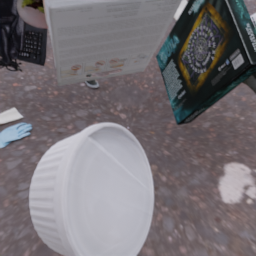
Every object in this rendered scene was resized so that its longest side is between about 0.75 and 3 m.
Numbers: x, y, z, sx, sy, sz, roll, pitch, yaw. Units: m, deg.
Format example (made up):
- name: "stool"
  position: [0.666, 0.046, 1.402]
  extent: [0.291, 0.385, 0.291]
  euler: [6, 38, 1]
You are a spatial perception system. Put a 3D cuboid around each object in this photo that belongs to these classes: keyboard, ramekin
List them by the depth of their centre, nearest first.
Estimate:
- name: "ramekin"
  position: [-0.438, 0.834, 3.568]
  extent: [0.809, 1.737, 1.737]
  euler: [-10, 30, 35]
- name: "keyboard"
  position: [-3.314, -2.251, 7.766]
  extent: [2.764, 1.438, 0.548]
  euler: [19, 21, 34]

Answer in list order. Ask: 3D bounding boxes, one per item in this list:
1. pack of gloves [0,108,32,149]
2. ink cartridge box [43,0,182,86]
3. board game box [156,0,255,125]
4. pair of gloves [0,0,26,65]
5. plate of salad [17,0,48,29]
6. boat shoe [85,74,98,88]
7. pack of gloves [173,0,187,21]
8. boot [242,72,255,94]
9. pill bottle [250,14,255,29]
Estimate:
- name: "pack of gloves"
  position: [-3.887, 0.023, 8.135]
  extent: [1.884, 0.372, 1.583]
  euler: [-31, 48, -31]
- name: "ink cartridge box"
  position: [-0.351, -1.570, 4.741]
  extent: [1.930, 2.379, 0.596]
  euler: [-13, 79, -15]
- name: "board game box"
  position: [0.767, -0.769, 3.079]
  extent: [0.219, 1.553, 1.050]
  euler: [-10, 75, -16]
- name: "pair of gloves"
  position: [-3.486, -2.471, 6.093]
  extent: [2.370, 2.111, 0.293]
  euler: [-2, 23, -13]
- name: "plate of salad"
  position: [-1.031, -1.943, 4.384]
  extent: [1.358, 1.358, 0.326]
  euler: [-20, 80, -23]
- name: "boat shoe"
  position: [-1.421, -1.784, 10.323]
  extent: [0.349, 0.343, 0.968]
  euler: [-26, 46, -27]
- name: "pack of gloves"
  position: [2.319, -3.288, 8.006]
  extent: [0.518, 2.625, 2.205]
  euler: [-19, 36, 53]
- name: "boot"
  position: [1.852, -0.797, 4.497]
  extent: [0.665, 1.019, 0.345]
  euler: [2, 51, 46]
- name: "pill bottle"
  position: [3.456, -2.134, 6.811]
  extent: [1.375, 1.375, 2.468]
  euler: [27, 34, 29]
